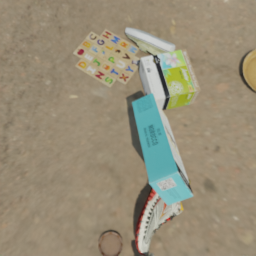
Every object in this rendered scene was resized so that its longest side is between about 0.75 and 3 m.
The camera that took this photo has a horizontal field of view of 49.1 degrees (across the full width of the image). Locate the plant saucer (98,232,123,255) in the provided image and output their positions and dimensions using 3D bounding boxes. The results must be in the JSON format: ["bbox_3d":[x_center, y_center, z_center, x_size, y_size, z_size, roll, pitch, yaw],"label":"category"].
[{"bbox_3d":[-0.546,3.665,8.750,0.775,0.134,0.775,0,71,0],"label":"plant saucer"}]

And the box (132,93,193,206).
[{"bbox_3d":[0.839,0.454,7.483,0.716,1.199,2.915,-24,42,13],"label":"box"}]

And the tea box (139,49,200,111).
[{"bbox_3d":[1.435,-1.675,10.085,1.700,1.154,1.728,-13,71,-6],"label":"tea box"}]

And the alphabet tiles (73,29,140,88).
[{"bbox_3d":[-0.805,-2.784,11.053,2.516,0.080,2.094,32,74,11],"label":"alphabet tiles"}]

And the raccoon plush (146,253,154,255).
[{"bbox_3d":[0.737,4.275,8.065,1.561,0.755,1.046,33,113,-13],"label":"raccoon plush"}]

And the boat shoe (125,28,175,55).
[{"bbox_3d":[0.750,-3.269,10.889,2.198,0.791,0.682,31,117,22],"label":"boat shoe"}]

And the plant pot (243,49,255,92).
[{"bbox_3d":[5.439,-2.073,10.691,2.217,0.305,2.217,0,71,-1],"label":"plant pot"}]

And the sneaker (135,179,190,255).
[{"bbox_3d":[1.065,2.541,8.631,1.174,1.113,2.858,25,73,8],"label":"sneaker"}]
